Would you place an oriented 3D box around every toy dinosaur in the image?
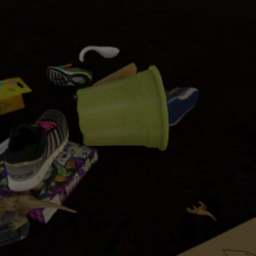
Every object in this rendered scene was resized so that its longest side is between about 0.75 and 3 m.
[{"bbox_3d":[1.880,2.117,7.108,0.750,0.227,0.398,7,58,21],"label":"toy dinosaur"},{"bbox_3d":[-2.431,1.744,6.352,2.329,0.678,1.178,2,6,3],"label":"toy dinosaur"}]

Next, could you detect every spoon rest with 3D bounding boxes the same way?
[{"bbox_3d":[-1.616,-4.282,15.820,2.291,0.694,1.138,-16,38,-20],"label":"spoon rest"}]

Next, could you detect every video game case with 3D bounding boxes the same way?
[{"bbox_3d":[-2.782,1.164,8.149,2.908,0.521,2.636,15,37,20],"label":"video game case"}]

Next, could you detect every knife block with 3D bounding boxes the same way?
[{"bbox_3d":[-0.908,-1.488,10.365,2.190,2.495,0.798,17,-17,-29],"label":"knife block"}]

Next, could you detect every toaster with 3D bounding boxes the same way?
[{"bbox_3d":[-2.894,2.243,6.411,1.123,0.638,0.725,-10,29,-37],"label":"toaster"}]

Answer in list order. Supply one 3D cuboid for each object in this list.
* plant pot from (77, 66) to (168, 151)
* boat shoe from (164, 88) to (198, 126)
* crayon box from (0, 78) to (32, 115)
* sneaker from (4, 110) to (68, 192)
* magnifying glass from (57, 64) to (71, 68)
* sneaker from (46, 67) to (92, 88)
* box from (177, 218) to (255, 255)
[{"bbox_3d":[-0.264,-0.443,8.719,2.448,2.662,2.662,-8,35,-4],"label":"plant pot"},{"bbox_3d":[1.632,-0.873,10.772,1.046,1.044,2.889,19,29,32],"label":"boat shoe"},{"bbox_3d":[-5.411,-1.172,11.347,2.681,0.681,1.702,-22,40,-27],"label":"crayon box"},{"bbox_3d":[-2.473,0.248,7.724,1.102,1.307,2.988,7,39,8],"label":"sneaker"},{"bbox_3d":[-3.417,-3.212,14.797,0.918,0.103,0.365,-26,42,-33],"label":"magnifying glass"},{"bbox_3d":[-2.741,-2.455,13.220,2.276,0.841,0.921,13,30,6],"label":"sneaker"},{"bbox_3d":[2.294,3.166,5.471,2.836,0.302,2.318,-15,38,-20],"label":"box"}]
